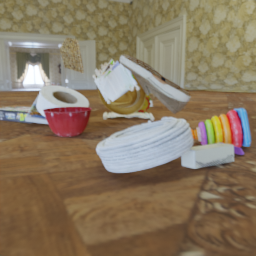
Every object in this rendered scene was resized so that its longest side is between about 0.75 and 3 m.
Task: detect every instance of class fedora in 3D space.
[{"bbox_3d":[-0.349,-1.519,12.187,2.230,2.230,0.910,3,14,14],"label":"fedora"}]

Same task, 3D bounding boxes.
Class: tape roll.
[{"bbox_3d":[-2.824,-1.020,12.110,2.147,0.751,2.147,19,27,-10],"label":"tape roll"}]

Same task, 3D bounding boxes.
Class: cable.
[{"bbox_3d":[0.361,0.363,6.259,2.138,0.740,2.137,-18,6,-16],"label":"cable"}]

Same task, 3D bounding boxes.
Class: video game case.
[{"bbox_3d":[-3.475,-0.818,12.621,1.678,0.211,2.343,8,29,-7],"label":"video game case"}]

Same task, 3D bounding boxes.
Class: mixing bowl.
[{"bbox_3d":[-2.129,-0.221,9.996,1.708,0.925,1.708,-1,11,0],"label":"mixing bowl"}]

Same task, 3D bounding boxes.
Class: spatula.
[{"bbox_3d":[2.073,0.572,7.593,2.025,0.208,0.572,-1,18,8],"label":"spatula"}]

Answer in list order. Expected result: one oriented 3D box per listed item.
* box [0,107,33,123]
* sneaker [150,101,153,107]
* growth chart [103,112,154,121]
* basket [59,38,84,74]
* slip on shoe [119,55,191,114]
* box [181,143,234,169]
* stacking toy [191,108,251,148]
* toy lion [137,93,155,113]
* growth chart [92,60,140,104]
[{"bbox_3d":[-5.190,-0.675,13.695,2.890,0.502,1.590,5,12,28],"label":"box"},{"bbox_3d":[1.291,-1.734,19.633,0.864,0.499,0.318,1,12,16],"label":"sneaker"},{"bbox_3d":[-0.009,-0.634,14.251,2.705,0.240,1.957,1,10,6],"label":"growth chart"},{"bbox_3d":[-1.454,-2.048,7.846,0.633,0.606,0.849,18,-28,10],"label":"basket"},{"bbox_3d":[0.721,-1.352,8.656,2.478,0.751,0.942,32,24,-2],"label":"slip on shoe"},{"bbox_3d":[1.865,0.637,6.546,1.232,0.421,0.506,-6,5,-27],"label":"box"},{"bbox_3d":[2.441,0.132,8.283,2.054,1.127,1.192,-9,1,9],"label":"stacking toy"},{"bbox_3d":[0.692,-1.581,15.398,1.468,1.407,0.504,39,2,-21],"label":"toy lion"},{"bbox_3d":[-0.501,-1.621,9.590,0.171,1.393,1.925,-25,3,-40],"label":"growth chart"}]
